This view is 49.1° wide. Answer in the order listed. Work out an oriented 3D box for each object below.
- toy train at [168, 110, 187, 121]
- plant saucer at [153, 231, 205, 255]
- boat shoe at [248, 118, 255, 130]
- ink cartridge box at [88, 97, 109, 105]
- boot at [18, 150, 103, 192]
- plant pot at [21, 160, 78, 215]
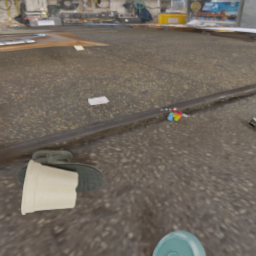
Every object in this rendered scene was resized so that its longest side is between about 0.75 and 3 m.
[{"bbox_3d":[2.204,-0.483,12.269,0.866,0.366,0.501,13,40,29],"label":"toy train"},{"bbox_3d":[0.888,2.589,5.305,0.175,1.279,1.279,33,9,-32],"label":"plant saucer"},{"bbox_3d":[5.285,0.016,11.324,0.326,0.381,1.041,-38,40,10],"label":"boat shoe"},{"bbox_3d":[-1.474,-1.303,14.061,0.878,0.196,0.774,-10,28,-19],"label":"ink cartridge box"},{"bbox_3d":[-1.935,1.118,8.613,2.515,0.852,1.643,3,21,3],"label":"boot"},{"bbox_3d":[-1.984,1.584,7.282,1.254,1.370,1.370,7,25,-12],"label":"plant pot"}]
